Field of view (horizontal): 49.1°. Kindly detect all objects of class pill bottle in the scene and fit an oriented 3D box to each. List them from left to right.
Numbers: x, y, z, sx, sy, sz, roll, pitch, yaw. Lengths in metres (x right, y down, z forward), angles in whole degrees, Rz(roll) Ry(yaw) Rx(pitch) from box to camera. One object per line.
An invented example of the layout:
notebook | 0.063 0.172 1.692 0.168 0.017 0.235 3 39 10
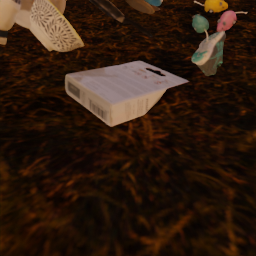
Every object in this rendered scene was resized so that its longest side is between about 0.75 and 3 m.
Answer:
pill bottle | -2.260 -3.468 6.928 1.398 1.398 2.416 -6 37 -8

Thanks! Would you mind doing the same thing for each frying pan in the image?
frying pan | -0.389 -3.463 8.454 2.313 0.376 1.399 32 14 -30

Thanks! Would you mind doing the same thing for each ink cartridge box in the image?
ink cartridge box | -0.035 -1.207 8.497 2.940 0.839 2.389 -16 36 -36

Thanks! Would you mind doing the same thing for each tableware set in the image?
tableware set | -0.238 -4.166 8.154 2.730 0.317 2.280 24 7 -7

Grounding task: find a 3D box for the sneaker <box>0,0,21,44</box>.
sneaker | -2.799 -2.357 4.274 2.649 1.066 1.012 32 19 1

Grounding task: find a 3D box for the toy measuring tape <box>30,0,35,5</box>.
toy measuring tape | -1.706 -2.486 4.882 0.443 1.205 0.443 8 70 -21

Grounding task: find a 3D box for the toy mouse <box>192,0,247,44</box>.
toy mouse | 1.566 -2.011 5.159 1.085 0.210 0.965 16 74 27

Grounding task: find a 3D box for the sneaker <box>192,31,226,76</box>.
sneaker | 2.011 -1.758 6.680 0.558 0.656 1.437 -11 34 51

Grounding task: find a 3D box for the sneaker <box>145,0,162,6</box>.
sneaker | 0.187 -3.999 6.510 0.923 2.285 0.874 -50 21 -2

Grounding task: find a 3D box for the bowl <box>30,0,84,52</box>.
bowl | -1.203 -1.520 4.377 0.470 1.002 1.002 -44 44 -2
